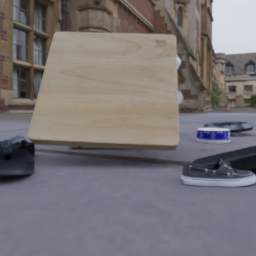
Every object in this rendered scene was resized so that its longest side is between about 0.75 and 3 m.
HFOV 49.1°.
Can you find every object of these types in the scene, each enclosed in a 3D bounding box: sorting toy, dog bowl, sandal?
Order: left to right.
[{"bbox_3d":[-2.284,0.416,5.184,1.053,0.593,2.771,-1,5,-18],"label":"sandal"},{"bbox_3d":[-0.382,-0.719,6.122,2.787,2.770,0.970,3,-29,2],"label":"sorting toy"},{"bbox_3d":[2.676,0.241,8.809,1.011,0.398,1.011,0,5,0],"label":"dog bowl"},{"bbox_3d":[2.119,0.580,4.473,2.133,0.510,0.802,-12,3,11],"label":"sandal"}]

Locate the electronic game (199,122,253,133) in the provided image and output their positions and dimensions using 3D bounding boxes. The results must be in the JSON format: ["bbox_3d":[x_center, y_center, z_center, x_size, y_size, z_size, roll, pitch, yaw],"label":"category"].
[{"bbox_3d":[3.910,0.030,11.266,2.056,0.428,2.056,-5,4,0],"label":"electronic game"}]

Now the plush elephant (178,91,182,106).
[{"bbox_3d":[1.126,-1.006,11.045,1.860,2.259,1.749,10,33,5],"label":"plush elephant"}]

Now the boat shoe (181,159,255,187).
[{"bbox_3d":[1.301,0.626,4.037,1.065,0.353,0.372,0,4,4],"label":"boat shoe"}]

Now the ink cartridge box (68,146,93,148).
[{"bbox_3d":[-0.529,0.250,8.306,2.122,0.505,2.147,0,6,0],"label":"ink cartridge box"}]

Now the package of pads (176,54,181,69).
[{"bbox_3d":[0.272,-1.154,7.811,0.784,2.300,1.777,38,-17,-32],"label":"package of pads"}]
